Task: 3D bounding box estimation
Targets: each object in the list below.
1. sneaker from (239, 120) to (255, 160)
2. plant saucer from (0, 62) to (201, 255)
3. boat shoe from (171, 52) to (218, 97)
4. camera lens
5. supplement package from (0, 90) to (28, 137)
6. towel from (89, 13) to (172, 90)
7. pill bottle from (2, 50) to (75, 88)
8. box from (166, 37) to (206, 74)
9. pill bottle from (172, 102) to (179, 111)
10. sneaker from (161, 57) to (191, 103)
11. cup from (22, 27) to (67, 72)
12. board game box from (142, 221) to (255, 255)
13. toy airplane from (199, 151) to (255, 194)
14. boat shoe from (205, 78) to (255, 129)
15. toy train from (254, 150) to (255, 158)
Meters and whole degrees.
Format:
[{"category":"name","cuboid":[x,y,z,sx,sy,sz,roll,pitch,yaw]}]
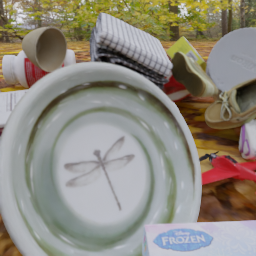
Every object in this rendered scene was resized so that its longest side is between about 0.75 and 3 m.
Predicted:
[{"category":"sneaker","cuboid":[3.083,0.201,6.482,0.936,0.703,1.879,9,23,23]},{"category":"plant saucer","cuboid":[-0.245,0.548,3.574,2.723,2.723,0.683,-16,-6,-36]},{"category":"boat shoe","cuboid":[1.698,-1.415,7.411,0.573,0.664,1.821,5,35,-26]},{"category":"camera lens","cuboid":[3.396,-1.533,8.232,2.051,2.051,2.565,8,-2,21]},{"category":"supplement package","cuboid":[-2.587,-0.028,5.984,1.955,1.112,1.071,-10,45,-14]},{"category":"towel","cuboid":[-0.008,-2.164,8.092,2.189,1.131,2.644,20,30,-20]},{"category":"pill bottle","cuboid":[-3.931,-2.658,12.678,2.997,1.682,1.682,-3,21,-7]},{"category":"box","cuboid":[2.146,-2.070,9.273,0.701,1.052,2.796,-39,-12,18]},{"category":"pill bottle","cuboid":[0.733,-0.355,7.451,1.049,1.049,1.895,-5,21,-12]},{"category":"sneaker","cuboid":[1.734,-1.919,10.268,1.150,1.696,2.936,-14,9,28]},{"category":"cup","cuboid":[-3.426,-3.150,11.027,1.209,1.691,1.691,18,27,27]},{"category":"board game box","cuboid":[1.467,1.809,2.250,2.475,0.537,2.463,-1,26,-3]},{"category":"toy airplane","cuboid":[2.119,0.872,5.154,2.087,0.384,2.087,1,20,0]},{"category":"boat shoe","cuboid":[2.689,-0.680,6.182,0.798,0.925,2.537,19,-27,-37]},{"category":"toy train","cuboid":[2.988,0.668,5.021,1.331,0.761,0.577,0,-8,29]}]
